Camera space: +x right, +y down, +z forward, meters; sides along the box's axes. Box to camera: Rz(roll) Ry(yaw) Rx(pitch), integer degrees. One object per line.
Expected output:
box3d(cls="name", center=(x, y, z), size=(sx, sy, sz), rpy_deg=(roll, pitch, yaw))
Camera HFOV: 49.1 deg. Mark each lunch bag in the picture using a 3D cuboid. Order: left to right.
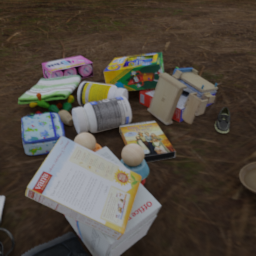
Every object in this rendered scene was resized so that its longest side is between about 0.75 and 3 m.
box3d(cls="lunch bag", center=(-2.790, 0.142, 9.263), size=(1.351, 0.693, 1.681), rpy_deg=(-7, 34, -16))

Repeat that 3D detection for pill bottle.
box3d(cls="pill bottle", center=(-0.928, -0.425, 9.764), size=(1.874, 1.066, 1.066), rpy_deg=(-14, 35, -21))
box3d(cls="pill bottle", center=(-0.987, -1.220, 11.046), size=(1.806, 1.032, 1.032), rpy_deg=(10, 34, 15))

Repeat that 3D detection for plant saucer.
box3d(cls="plant saucer", center=(3.589, 1.322, 7.213), size=(1.363, 0.201, 1.363), rpy_deg=(-11, 26, 5))

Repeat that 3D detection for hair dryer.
box3d(cls="hair dryer", center=(-2.430, 3.015, 4.885), size=(2.108, 0.752, 2.767), rpy_deg=(6, 19, 16))

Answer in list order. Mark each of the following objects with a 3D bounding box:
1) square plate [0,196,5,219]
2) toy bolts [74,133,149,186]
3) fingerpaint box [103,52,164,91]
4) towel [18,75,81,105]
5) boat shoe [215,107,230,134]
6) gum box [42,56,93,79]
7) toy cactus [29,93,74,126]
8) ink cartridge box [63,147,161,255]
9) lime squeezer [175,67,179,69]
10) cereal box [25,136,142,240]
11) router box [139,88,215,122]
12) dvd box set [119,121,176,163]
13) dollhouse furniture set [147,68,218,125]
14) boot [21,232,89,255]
box3d(cls="square plate", center=(-3.624, 2.205, 6.479), size=(1.345, 0.191, 1.332), rpy_deg=(-8, 33, -12))
box3d(cls="toy bolts", center=(-0.557, 1.119, 6.968), size=(2.144, 1.487, 2.048), rpy_deg=(2, 33, 4))
box3d(cls="fingerpaint box", center=(0.366, -2.531, 12.440), size=(2.334, 1.026, 2.798), rpy_deg=(-5, 24, 11))
box3d(cls="towel", center=(-3.174, -1.671, 11.678), size=(2.027, 0.417, 2.717), rpy_deg=(-8, 23, 6))
box3d(cls="boat shoe", center=(3.444, -0.312, 10.150), size=(0.499, 0.459, 1.397), rpy_deg=(10, 34, 16))
box3d(cls="gum box", center=(-3.025, -2.847, 13.821), size=(2.256, 0.746, 1.280), rpy_deg=(-20, 38, -28))
box3d(cls="toy cactus", center=(-2.619, -0.682, 10.454), size=(1.658, 1.028, 2.010), rpy_deg=(33, 35, 26))
box3d(cls="ink cartridge box", center=(-0.495, 1.644, 5.939), size=(1.333, 1.327, 1.834), rpy_deg=(-26, 56, -34))
box3d(cls="lime squeezer", center=(2.425, -2.633, 13.970), size=(0.775, 0.414, 2.195), rpy_deg=(-17, 21, 36))
box3d(cls="cereal box", center=(-0.728, 1.033, 5.062), size=(1.773, 0.350, 1.276), rpy_deg=(27, 45, -3))
box3d(cls="router box", center=(2.031, -1.275, 11.530), size=(2.367, 0.578, 2.124), rpy_deg=(-28, 42, -36))
box3d(cls="dvd box set", center=(0.575, 0.421, 9.180), size=(1.358, 0.273, 1.856), rpy_deg=(-7, 34, -13))
box3d(cls="dollhouse furniture set", center=(2.346, -1.037, 10.530), size=(2.372, 1.548, 2.240), rpy_deg=(-15, 44, -39))
box3d(cls="boot", center=(-0.938, 2.672, 4.579), size=(1.790, 0.587, 1.475), rpy_deg=(35, 35, 31))
